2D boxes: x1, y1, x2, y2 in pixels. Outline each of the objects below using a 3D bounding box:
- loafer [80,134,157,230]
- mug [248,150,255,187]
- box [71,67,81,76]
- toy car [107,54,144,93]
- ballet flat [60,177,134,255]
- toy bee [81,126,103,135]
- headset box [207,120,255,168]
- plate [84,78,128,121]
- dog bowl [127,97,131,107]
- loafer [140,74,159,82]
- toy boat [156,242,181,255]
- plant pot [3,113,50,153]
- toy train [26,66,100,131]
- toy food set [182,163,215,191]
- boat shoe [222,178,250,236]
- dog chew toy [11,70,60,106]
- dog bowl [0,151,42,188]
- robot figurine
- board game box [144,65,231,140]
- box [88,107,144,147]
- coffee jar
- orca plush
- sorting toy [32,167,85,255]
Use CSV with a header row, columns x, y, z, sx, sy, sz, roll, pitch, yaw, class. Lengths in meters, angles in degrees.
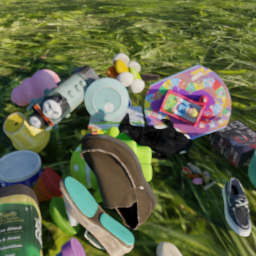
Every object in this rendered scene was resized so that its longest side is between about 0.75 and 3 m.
x,y,z,sx,sy,sz,roll,pitch,yaw,class
-0.176,1.355,6.519,1.085,2.973,1.061,-11,38,33,loafer
4.166,1.364,7.968,1.398,1.052,1.702,18,39,19,mug
-2.407,-2.498,13.822,0.467,0.663,0.896,-23,32,17,box
-0.213,-2.383,13.159,1.861,1.396,1.629,22,46,-45,toy car
-0.888,2.137,6.434,2.251,0.757,0.766,44,19,5,ballet flat
-1.115,0.141,8.286,0.625,0.955,0.519,7,63,-37,toy bee
3.805,0.554,9.547,1.315,0.663,1.769,-14,36,-19,headset box
-0.700,-0.900,9.252,1.472,1.472,0.188,-5,22,-8,plate
-0.379,-1.005,11.531,0.981,0.981,0.386,14,49,20,dog bowl
1.129,-2.635,14.656,0.983,0.359,0.349,4,24,-5,loafer
0.774,2.966,6.276,0.861,0.400,0.724,-10,39,-29,toy boat
-3.438,0.114,9.309,1.245,1.171,1.245,-7,62,12,plant pot
-2.119,-1.048,9.467,1.677,1.254,2.942,-30,15,35,toy train
2.114,1.452,8.656,0.694,0.172,1.092,-25,41,-32,toy food set
2.904,2.016,7.400,0.584,0.552,1.628,12,37,0,boat shoe
-4.023,-1.618,12.100,2.188,1.362,1.362,-20,33,8,dog chew toy
-3.325,1.290,8.588,1.309,0.516,1.309,0,34,0,dog bowl
-0.549,1.071,8.058,2.416,1.398,2.120,-1,58,4,robot figurine
1.924,-0.705,9.400,2.919,2.306,0.568,-21,3,15,board game box
-0.413,-0.040,10.133,1.906,0.922,1.682,-2,30,-2,box
-2.429,2.553,5.869,1.186,1.450,2.780,-11,36,-13,coffee jar
1.049,0.216,8.888,2.638,1.388,0.938,31,-13,-18,orca plush
-1.981,2.290,7.060,1.025,1.032,2.977,-35,41,-1,sorting toy
